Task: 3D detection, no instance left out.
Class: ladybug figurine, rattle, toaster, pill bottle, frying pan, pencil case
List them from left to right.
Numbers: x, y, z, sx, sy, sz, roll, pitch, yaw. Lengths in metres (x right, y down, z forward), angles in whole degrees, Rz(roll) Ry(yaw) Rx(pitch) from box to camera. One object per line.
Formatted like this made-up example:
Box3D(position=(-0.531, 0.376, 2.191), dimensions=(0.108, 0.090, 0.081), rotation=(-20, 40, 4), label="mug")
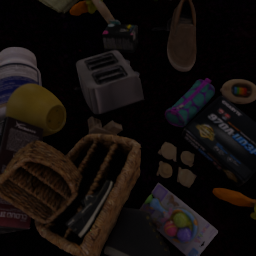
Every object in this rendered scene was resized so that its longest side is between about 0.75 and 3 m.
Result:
Box3D(position=(-3.302, -1.171, 8.428), dimensions=(1.374, 1.374, 2.375), rotation=(-10, 63, -5), label="pill bottle")
Box3D(position=(-1.132, -3.964, 10.234), dimensions=(1.339, 1.220, 1.874), rotation=(-33, 94, -4), label="rattle")
Box3D(position=(-0.647, -1.364, 8.438), dimensions=(1.834, 1.088, 1.659), rotation=(-19, 46, -11), label="toaster")
Box3D(position=(1.637, -3.595, 10.258), dimensions=(1.373, 0.223, 0.830), rotation=(-35, 73, -13), label="frying pan")
Box3D(position=(1.910, -0.762, 8.562), dimensions=(0.711, 0.772, 1.671), rotation=(35, 67, 26), label="pencil case")
Box3D(position=(3.500, -1.130, 8.893), dimensions=(1.160, 0.417, 0.788), rotation=(10, 81, 4), label="ladybug figurine")
Box3D(position=(3.179, 2.895, 6.726), dimensions=(1.935, 1.764, 2.709), rotation=(-7, 94, 17), label="rattle")

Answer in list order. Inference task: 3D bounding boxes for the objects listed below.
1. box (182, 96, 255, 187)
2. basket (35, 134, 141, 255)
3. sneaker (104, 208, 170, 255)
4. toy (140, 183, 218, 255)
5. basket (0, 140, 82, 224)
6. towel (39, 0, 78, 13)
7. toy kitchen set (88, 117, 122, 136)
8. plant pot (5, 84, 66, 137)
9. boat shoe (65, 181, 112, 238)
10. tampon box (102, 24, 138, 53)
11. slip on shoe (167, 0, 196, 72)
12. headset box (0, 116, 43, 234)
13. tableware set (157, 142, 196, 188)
Box3D(position=(2.952, 0.325, 8.166), dimensions=(1.737, 0.503, 2.186), rotation=(-39, 70, -17), label="box")
Box3D(position=(-1.049, 1.440, 6.760), dimensions=(1.955, 2.041, 2.739), rotation=(24, 68, 13), label="basket")
Box3D(position=(0.725, 2.803, 6.723), dimensions=(2.381, 0.891, 1.265), rotation=(17, 66, 10), label="sneaker")
Box3D(position=(1.122, 2.344, 6.905), dimensions=(1.807, 0.427, 1.040), rotation=(38, 107, 23), label="toy")
Box3D(position=(-1.754, 1.122, 5.787), dimensions=(1.032, 1.446, 1.078), rotation=(-27, 29, 31), label="basket")
Box3D(position=(-2.538, -5.363, 11.079), dimensions=(1.389, 0.342, 1.873), rotation=(33, 68, 14), label="towel")
Box3D(position=(-0.816, -0.131, 7.980), dimensions=(0.933, 0.761, 0.842), rotation=(-35, 53, 30), label="toy kitchen set")
Box3D(position=(-2.363, -0.380, 7.712), dimensions=(1.086, 1.529, 1.529), rotation=(15, 63, 28), label="plant pot")
Box3D(position=(-0.765, 1.590, 5.892), dimensions=(0.458, 0.486, 1.354), rotation=(33, 52, 6), label="boat shoe")
Box3D(position=(-0.240, -3.067, 9.570), dimensions=(1.047, 0.661, 0.785), rotation=(7, 45, 12), label="tampon box")
Box3D(position=(1.937, -3.252, 9.676), dimensions=(1.006, 0.801, 2.645), rotation=(9, 71, 1), label="slip on shoe")
Box3D(position=(-3.170, 1.374, 6.774), dimensions=(2.025, 1.051, 2.720), rotation=(-24, 56, 37), label="headset box")
Box3D(position=(1.367, 1.020, 7.841), dimensions=(1.249, 0.145, 1.043), rotation=(21, 66, -9), label="tableware set")
